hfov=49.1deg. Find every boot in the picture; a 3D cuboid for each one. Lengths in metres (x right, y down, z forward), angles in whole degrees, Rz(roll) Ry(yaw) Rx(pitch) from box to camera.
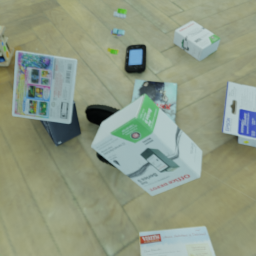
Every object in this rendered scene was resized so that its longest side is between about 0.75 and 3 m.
[{"bbox_3d":[-0.807,0.291,10.717,2.781,1.046,2.079,14,67,25],"label":"boot"}]

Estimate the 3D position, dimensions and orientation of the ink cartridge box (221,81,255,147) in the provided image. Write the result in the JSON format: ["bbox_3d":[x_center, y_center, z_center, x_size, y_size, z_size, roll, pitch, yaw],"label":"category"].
[{"bbox_3d":[5.344,-0.476,11.529,2.864,0.673,2.830,12,57,11],"label":"ink cartridge box"}]

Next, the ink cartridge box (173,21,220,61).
[{"bbox_3d":[3.444,-4.440,14.223,1.380,0.797,1.889,-33,61,-21],"label":"ink cartridge box"}]

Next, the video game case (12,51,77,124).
[{"bbox_3d":[-2.347,-1.113,7.840,1.652,1.815,0.215,8,12,-2],"label":"video game case"}]

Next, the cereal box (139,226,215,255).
[{"bbox_3d":[1.442,4.106,7.579,2.117,0.582,2.943,-5,32,1],"label":"cereal box"}]

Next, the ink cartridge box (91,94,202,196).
[{"bbox_3d":[0.557,0.573,7.555,2.450,1.788,1.030,42,40,-20],"label":"ink cartridge box"}]

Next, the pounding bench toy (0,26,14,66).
[{"bbox_3d":[-6.735,-3.816,13.317,1.998,1.559,1.241,1,55,0],"label":"pounding bench toy"}]

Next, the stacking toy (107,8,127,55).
[{"bbox_3d":[-0.341,-3.298,9.741,0.450,1.443,1.913,9,16,-10],"label":"stacking toy"}]

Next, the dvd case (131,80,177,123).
[{"bbox_3d":[1.096,-0.968,12.061,1.958,0.295,2.682,7,57,5],"label":"dvd case"}]

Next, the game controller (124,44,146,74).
[{"bbox_3d":[0.371,-3.406,13.727,1.041,0.420,1.995,3,54,2],"label":"game controller"}]

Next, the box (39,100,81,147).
[{"bbox_3d":[-2.887,-0.741,10.854,1.192,1.997,2.031,-28,59,-20],"label":"box"}]
